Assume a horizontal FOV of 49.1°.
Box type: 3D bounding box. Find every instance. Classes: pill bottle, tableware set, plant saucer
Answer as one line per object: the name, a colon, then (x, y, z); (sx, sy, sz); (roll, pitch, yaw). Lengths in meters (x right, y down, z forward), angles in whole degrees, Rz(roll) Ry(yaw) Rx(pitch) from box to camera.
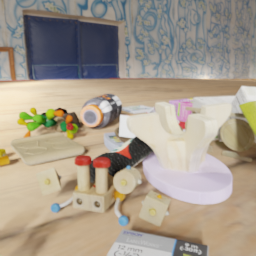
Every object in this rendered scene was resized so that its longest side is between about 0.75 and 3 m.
pill bottle: (-1.261, -0.761, 12.898); (1.390, 1.390, 2.618); (3, 14, 14)
tableware set: (2.927, 0.067, 9.001); (2.324, 1.536, 0.466); (12, 28, 42)
plant saucer: (4.053, 0.148, 6.855); (2.232, 0.534, 2.229); (23, 30, -8)
plant saucer: (0.687, 0.190, 9.484); (2.297, 0.338, 2.297); (-2, 15, 0)

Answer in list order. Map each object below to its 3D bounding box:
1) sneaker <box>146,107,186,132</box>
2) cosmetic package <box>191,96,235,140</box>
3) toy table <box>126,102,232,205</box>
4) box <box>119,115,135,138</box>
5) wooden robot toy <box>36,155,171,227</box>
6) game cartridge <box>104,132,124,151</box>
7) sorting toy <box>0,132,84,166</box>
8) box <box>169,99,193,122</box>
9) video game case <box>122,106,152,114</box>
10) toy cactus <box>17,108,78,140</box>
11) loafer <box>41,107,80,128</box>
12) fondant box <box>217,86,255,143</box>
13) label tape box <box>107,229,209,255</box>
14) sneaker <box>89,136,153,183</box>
sneaker: (1.653, -0.346, 11.601); (2.035, 1.144, 0.725); (-6, 15, -15)
cosmetic package: (3.983, -0.436, 11.135); (2.787, 1.500, 1.182); (-5, 22, -15)
toy table: (1.382, 0.388, 7.027); (2.749, 1.751, 2.991); (-12, 17, -26)
box: (0.424, -0.059, 8.944); (0.863, 0.677, 1.388); (6, 6, 27)
wooden robot toy: (-0.432, 1.153, 5.780); (2.712, 1.195, 1.231); (5, 3, 17)
game cartridge: (-0.069, 0.512, 9.812); (1.372, 0.421, 2.062); (-10, 16, -21)
sorting toy: (-3.041, 0.750, 8.975); (2.752, 0.368, 2.050); (-11, 20, -31)
box: (3.367, -0.875, 14.290); (1.732, 0.952, 1.969); (-9, 16, -34)
video game case: (0.604, -1.131, 17.003); (1.674, 0.184, 1.526); (-9, 16, -32)
toy cactus: (-2.979, -0.077, 11.145); (2.654, 1.357, 2.190); (2, -5, 18)
loafer: (-3.170, -0.540, 13.044); (2.470, 0.881, 0.902); (9, 16, 33)
fondant box: (4.079, -0.358, 9.294); (1.561, 2.164, 0.630); (3, 53, -9)
label tape box: (0.402, 1.853, 3.763); (1.263, 0.583, 1.762); (4, 16, 18)
sneaker: (-0.235, 0.908, 7.415); (2.154, 0.758, 1.007); (-31, -11, -23)
